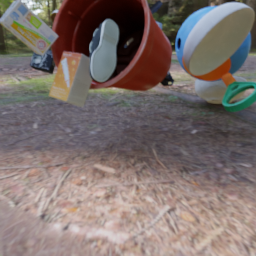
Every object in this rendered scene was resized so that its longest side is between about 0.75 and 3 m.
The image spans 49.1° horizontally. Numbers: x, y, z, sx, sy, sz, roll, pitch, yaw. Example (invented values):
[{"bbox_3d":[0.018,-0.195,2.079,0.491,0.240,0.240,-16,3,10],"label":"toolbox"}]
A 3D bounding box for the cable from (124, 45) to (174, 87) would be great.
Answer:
[{"bbox_3d":[0.460,-2.658,11.504,2.408,0.750,2.951,21,17,-42],"label":"cable"}]

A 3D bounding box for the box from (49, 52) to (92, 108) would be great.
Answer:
[{"bbox_3d":[-1.314,-1.158,6.708,0.711,1.144,0.557,18,-1,37],"label":"box"}]

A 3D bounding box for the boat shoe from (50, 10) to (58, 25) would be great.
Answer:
[{"bbox_3d":[-3.037,-4.822,12.362,0.571,0.559,1.614,33,-11,-11],"label":"boat shoe"}]

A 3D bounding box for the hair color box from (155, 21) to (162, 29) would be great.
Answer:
[{"bbox_3d":[0.989,-4.399,12.806,0.579,0.355,1.170,14,-20,-23],"label":"hair color box"}]

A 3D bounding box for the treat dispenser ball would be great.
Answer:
[{"bbox_3d":[3.227,-3.171,10.795,2.764,2.764,2.764,0,19,0],"label":"treat dispenser ball"}]

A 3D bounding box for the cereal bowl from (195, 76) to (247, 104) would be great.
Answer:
[{"bbox_3d":[4.478,-1.765,13.664,2.453,1.022,2.453,4,-4,0],"label":"cereal bowl"}]

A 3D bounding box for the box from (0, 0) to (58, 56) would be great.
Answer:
[{"bbox_3d":[-2.473,-2.460,6.987,1.203,0.677,0.610,39,-7,-36],"label":"box"}]

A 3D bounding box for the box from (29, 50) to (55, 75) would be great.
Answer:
[{"bbox_3d":[-3.934,-3.156,13.142,0.987,0.971,0.612,16,-5,3],"label":"box"}]

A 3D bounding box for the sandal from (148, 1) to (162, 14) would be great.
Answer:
[{"bbox_3d":[0.427,-4.127,10.271,1.779,0.381,0.676,-27,10,25],"label":"sandal"}]

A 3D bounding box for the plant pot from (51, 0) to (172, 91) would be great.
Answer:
[{"bbox_3d":[-0.153,-2.345,8.199,2.927,2.927,2.847,11,3,28],"label":"plant pot"}]

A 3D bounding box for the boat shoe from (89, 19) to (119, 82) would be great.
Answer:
[{"bbox_3d":[-0.563,-1.593,6.005,0.577,1.525,0.460,30,-29,-31],"label":"boat shoe"}]

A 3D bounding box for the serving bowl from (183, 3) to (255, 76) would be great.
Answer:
[{"bbox_3d":[2.586,-2.757,8.526,2.418,2.418,0.795,-16,59,-39],"label":"serving bowl"}]

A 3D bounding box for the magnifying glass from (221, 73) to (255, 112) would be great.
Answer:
[{"bbox_3d":[3.370,-1.251,8.851,1.111,0.313,2.792,-33,15,20],"label":"magnifying glass"}]
